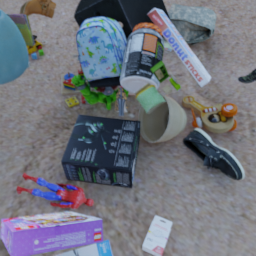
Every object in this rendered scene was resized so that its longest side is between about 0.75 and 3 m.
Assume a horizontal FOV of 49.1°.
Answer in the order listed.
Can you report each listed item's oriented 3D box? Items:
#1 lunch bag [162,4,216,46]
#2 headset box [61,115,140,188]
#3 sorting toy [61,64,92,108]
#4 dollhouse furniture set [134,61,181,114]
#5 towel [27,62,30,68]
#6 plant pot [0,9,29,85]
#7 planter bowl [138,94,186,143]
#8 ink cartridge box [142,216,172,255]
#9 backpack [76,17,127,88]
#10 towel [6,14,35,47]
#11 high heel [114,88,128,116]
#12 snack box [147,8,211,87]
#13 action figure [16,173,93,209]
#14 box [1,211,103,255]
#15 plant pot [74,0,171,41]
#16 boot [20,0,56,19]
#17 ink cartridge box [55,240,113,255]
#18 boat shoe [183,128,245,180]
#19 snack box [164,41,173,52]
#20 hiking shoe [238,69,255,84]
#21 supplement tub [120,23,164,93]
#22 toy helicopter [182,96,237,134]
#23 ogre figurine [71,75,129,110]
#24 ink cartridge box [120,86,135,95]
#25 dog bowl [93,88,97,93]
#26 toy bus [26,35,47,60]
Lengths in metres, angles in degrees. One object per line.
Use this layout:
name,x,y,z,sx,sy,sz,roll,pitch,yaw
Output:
lunch bag,3.177,-5.220,14.241,2.498,1.468,2.048,12,45,15
headset box,-0.877,0.727,9.254,2.359,1.094,2.054,6,49,5
sorting toy,-2.243,-2.006,12.099,1.319,0.463,2.736,-6,49,-6
dollhouse furniture set,0.614,-0.928,6.550,1.013,0.508,0.664,-37,58,6
towel,-3.653,-1.998,8.938,0.715,0.201,0.835,42,77,4
plant pot,-3.983,-2.508,7.739,2.284,1.538,2.284,9,51,-11
planter bowl,1.315,-0.300,9.967,1.162,1.726,1.726,6,42,-34
ink cartridge box,0.822,2.996,7.770,0.559,0.324,0.960,19,53,16
backpack,-0.787,-2.453,9.133,1.808,2.217,1.704,1,9,28
towel,-3.778,-3.166,8.999,1.500,1.077,0.171,8,47,11
high heel,-0.213,-0.899,8.894,0.427,0.853,1.196,0,14,-4
snack box,1.755,-2.677,9.315,2.907,0.353,1.045,53,27,-2
action figure,-2.151,1.990,8.518,2.288,0.591,0.749,14,55,6
box,-1.660,2.065,5.689,1.554,2.272,0.444,2,78,-28
plant pot,-0.324,-4.016,10.337,2.767,2.773,2.460,-10,31,32
boot,-3.243,-4.217,10.095,0.526,1.066,1.373,-2,69,48
ink cartridge box,-1.075,3.415,6.913,1.434,1.041,0.600,-12,50,-11
boat shoe,2.695,0.940,9.215,0.793,0.894,2.393,-24,51,-19
snack box,1.894,-4.197,14.229,0.898,0.167,0.522,26,54,21
hiking shoe,3.814,-1.625,8.587,0.847,0.426,0.321,-4,38,21
supplement tub,0.460,-2.093,8.488,1.184,1.184,1.932,8,71,7
toy helicopter,2.855,-0.519,10.694,1.595,0.951,2.411,-32,45,-14
ogre figurine,-0.880,-1.561,10.980,2.455,1.472,1.204,-23,55,-22
ink cartridge box,0.050,-1.884,12.014,0.742,0.430,1.005,0,50,0
dog bowl,-1.137,-1.870,12.121,0.863,0.253,0.863,-1,49,1
toy bus,-4.922,-4.162,13.747,1.547,0.847,1.640,-2,49,-2
